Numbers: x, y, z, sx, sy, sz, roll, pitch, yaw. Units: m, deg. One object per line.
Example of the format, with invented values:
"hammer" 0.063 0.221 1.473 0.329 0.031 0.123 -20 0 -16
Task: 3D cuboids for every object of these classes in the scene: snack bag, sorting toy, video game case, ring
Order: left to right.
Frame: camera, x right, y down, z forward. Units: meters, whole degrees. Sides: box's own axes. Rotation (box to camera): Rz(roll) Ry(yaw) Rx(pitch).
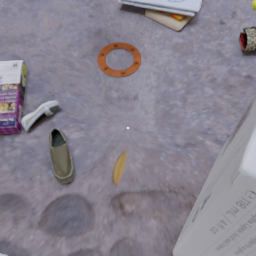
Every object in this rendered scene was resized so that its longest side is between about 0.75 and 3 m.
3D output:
"video game case" -4.265 -0.848 7.926 2.534 0.454 2.297 -5 63 -3
"ring" -0.275 -2.198 8.822 1.403 0.135 1.403 0 63 0
"snack bag" 1.387 -5.142 10.137 2.774 0.315 2.942 14 56 12
"sorting toy" 1.586 -4.181 9.768 1.445 0.285 1.561 32 67 16

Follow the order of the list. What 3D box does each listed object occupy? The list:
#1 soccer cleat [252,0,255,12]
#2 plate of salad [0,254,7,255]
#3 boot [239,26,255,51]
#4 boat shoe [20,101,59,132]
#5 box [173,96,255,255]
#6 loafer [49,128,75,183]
"soccer cleat" 3.341 -2.729 6.667 0.900 0.291 0.377 39 28 -7
"plate of salad" -2.962 3.916 5.240 2.898 0.696 2.898 -2 62 3
"boot" 4.420 -3.234 9.032 1.524 0.728 2.018 2 62 3
"boat shoe" -2.377 -0.338 7.708 1.150 0.424 0.369 -33 73 -12
"box" 2.209 0.742 3.898 1.774 2.701 2.715 28 53 15
"loafer" -1.760 0.660 7.099 0.574 0.532 1.527 -18 64 -9
